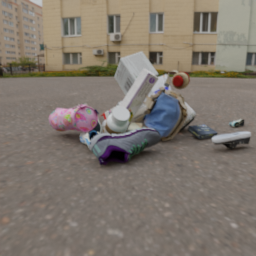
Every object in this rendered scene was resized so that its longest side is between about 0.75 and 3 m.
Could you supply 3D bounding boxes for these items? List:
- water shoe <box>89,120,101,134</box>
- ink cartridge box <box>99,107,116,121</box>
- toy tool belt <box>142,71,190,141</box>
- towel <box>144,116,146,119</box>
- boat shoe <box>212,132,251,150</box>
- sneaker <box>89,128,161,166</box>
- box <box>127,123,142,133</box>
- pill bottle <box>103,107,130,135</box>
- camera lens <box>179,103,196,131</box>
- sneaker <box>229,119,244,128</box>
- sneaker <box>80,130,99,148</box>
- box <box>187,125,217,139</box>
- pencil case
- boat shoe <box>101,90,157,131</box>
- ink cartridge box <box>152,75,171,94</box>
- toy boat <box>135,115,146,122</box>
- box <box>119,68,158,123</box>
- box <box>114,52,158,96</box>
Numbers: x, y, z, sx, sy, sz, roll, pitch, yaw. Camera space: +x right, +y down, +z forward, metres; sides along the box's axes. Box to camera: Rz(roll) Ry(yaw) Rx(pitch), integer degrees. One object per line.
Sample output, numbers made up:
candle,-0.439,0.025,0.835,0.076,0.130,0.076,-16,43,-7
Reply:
water shoe,-1.370,0.035,11.763,0.518,0.572,1.449,-6,44,-4
ink cartridge box,-0.491,-0.656,13.735,1.034,0.599,1.780,-13,-7,-42
toy tool belt,1.414,-0.773,10.670,1.694,2.714,1.668,30,28,24
towel,1.785,-0.925,15.617,2.076,0.697,2.812,-3,11,29
boat shoe,3.683,0.495,9.947,1.628,0.539,0.569,-8,8,-27
sneaker,0.073,0.707,8.961,2.516,0.936,1.101,-8,41,-24
box,0.265,0.216,10.989,0.495,0.604,1.273,5,16,5
pill bottle,-0.416,-0.098,10.249,0.806,1.410,0.806,9,53,-12
camera lens,2.172,-0.676,12.445,1.456,1.165,1.165,48,25,5
sneaker,5.198,-0.241,13.393,0.909,0.353,0.392,-9,13,-33
sneaker,-1.317,0.357,10.242,0.694,0.700,1.931,-6,14,-23
box,3.050,0.155,11.504,0.976,0.249,0.770,-5,30,-30
pencil case,-2.193,-0.359,11.052,1.077,1.077,2.463,-11,6,-37
boat shoe,-0.009,-0.784,12.232,2.778,0.952,1.000,-28,-12,9
ink cartridge box,1.691,-2.210,17.963,2.187,0.514,2.161,-20,53,17
toy boat,0.609,-1.121,14.087,0.689,1.483,1.247,-5,-19,-20
box,0.126,-0.950,11.148,0.559,2.891,0.599,24,17,-32
box,0.352,-2.518,13.538,1.312,1.532,1.524,-24,-18,-25
